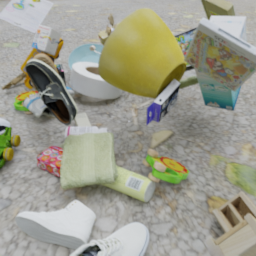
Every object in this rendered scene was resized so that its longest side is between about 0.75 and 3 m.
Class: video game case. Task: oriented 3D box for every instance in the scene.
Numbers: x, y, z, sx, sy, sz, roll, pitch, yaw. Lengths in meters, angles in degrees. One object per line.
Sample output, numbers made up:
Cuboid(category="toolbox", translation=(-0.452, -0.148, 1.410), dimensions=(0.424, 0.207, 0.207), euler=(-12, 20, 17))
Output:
Cuboid(category="video game case", translation=(2.350, -1.757, 7.126), dimensions=(1.722, 1.892, 0.217), euler=(34, 79, 7))

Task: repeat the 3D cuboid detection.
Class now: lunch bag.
Cuboid(category="lunch bag", translation=(-2.337, 1.079, 9.475), dimensions=(1.220, 0.500, 1.074), euler=(17, 33, 23))

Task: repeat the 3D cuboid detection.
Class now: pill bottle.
Cuboid(category="pill bottle", translation=(-1.502, 0.366, 10.191), dimensions=(1.472, 0.834, 0.834), euler=(-1, 34, -2))

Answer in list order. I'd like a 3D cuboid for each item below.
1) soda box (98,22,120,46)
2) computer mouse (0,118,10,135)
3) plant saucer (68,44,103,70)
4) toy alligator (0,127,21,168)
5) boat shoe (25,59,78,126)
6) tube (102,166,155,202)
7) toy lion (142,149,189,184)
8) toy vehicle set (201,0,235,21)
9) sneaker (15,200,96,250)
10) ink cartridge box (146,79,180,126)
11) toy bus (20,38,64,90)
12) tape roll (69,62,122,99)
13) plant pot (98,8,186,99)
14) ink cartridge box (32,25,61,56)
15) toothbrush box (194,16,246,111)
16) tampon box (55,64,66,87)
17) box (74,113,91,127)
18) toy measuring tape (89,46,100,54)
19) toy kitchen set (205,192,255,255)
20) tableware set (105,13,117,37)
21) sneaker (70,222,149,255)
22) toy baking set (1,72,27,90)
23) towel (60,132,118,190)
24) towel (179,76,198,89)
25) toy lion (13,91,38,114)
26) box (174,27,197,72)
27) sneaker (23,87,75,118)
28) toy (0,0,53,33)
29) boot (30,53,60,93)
Cuboid(category="soda box", translation=(-0.521, -4.531, 13.353), dimensions=(1.728, 0.553, 0.585), euler=(-31, 52, -8))
Cuboid(category="computer mouse", translation=(-5.941, 0.185, 10.641), dimensions=(1.593, 0.637, 2.904), euler=(23, 40, 32))
Cuboid(category="plant saucer", translation=(-1.971, -3.561, 15.774), dimensions=(2.760, 0.531, 2.760), euler=(4, 60, -7))
Cuboid(category="toy alligator", translation=(-4.380, 1.011, 9.440), dimensions=(0.903, 0.654, 2.723), euler=(2, 38, 2))
Cuboid(category="boat shoe", translation=(-2.359, -1.074, 8.611), dimensions=(0.802, 2.234, 0.755), euler=(-22, 26, 23))
Cuboid(category="tube", translation=(-0.452, 1.517, 8.719), dimensions=(2.642, 0.686, 0.767), euler=(16, -2, 28))
Cuboid(category="toy lion", translation=(1.262, 1.275, 8.715), dimensions=(1.467, 0.525, 1.530), euler=(20, 15, -13))
Cuboid(category="toy vehicle set", translation=(3.478, -4.223, 10.585), dimensions=(1.249, 0.267, 2.011), euler=(42, 9, 27))
Cuboid(category="sneaker", translation=(-1.832, 2.382, 7.361), dimensions=(1.939, 0.714, 1.120), euler=(16, 34, 6))
Cuboid(category="ink cartridge box", translation=(1.122, -0.721, 9.114), dimensions=(0.297, 1.355, 1.367), euler=(40, 75, 18))
Cuboid(category="toy bus", translation=(-3.540, -2.695, 11.311), dimensions=(0.940, 2.400, 0.781), euler=(38, 28, -17))
Cuboid(category="tape roll", translation=(-1.487, -2.337, 13.632), dimensions=(2.623, 0.917, 2.623), euler=(13, 26, -6))
Cuboid(category="plant pot", translation=(0.702, -2.085, 9.092), dimensions=(1.961, 2.762, 2.762), euler=(42, 48, 18))
Cuboid(category="ink cartridge box", translation=(-2.921, -3.145, 10.038), dimensions=(0.618, 0.840, 0.607), euler=(21, 5, 20))
Cuboid(category="toothbrush box", translation=(3.182, -2.075, 9.387), dimensions=(1.126, 2.641, 1.933), euler=(14, 71, 29))
Cuboid(category="tampon box", translation=(-4.105, -2.634, 14.597), dimensions=(1.517, 0.958, 1.137), euler=(-10, 35, -15))
Cuboid(category="box", translation=(-1.794, -0.078, 11.212), dimensions=(0.534, 0.445, 1.300), euler=(-10, 35, -15))
Cuboid(category="toy measuring tape", translation=(-0.113, -2.501, 9.459), dimensions=(2.304, 0.848, 0.848), euler=(24, 34, -5))
Cuboid(category="toy kitchen set", translation=(2.015, 2.475, 6.154), dimensions=(2.005, 2.457, 2.217), euler=(-42, 34, 12))
Cuboid(category="tableware set", translation=(-0.465, -2.983, 8.583), dimensions=(0.102, 0.878, 0.733), euler=(0, 69, 24))
Cuboid(category="sneaker", translation=(-0.531, 2.911, 6.239), dimensions=(2.715, 0.961, 0.992), euler=(-29, 43, -36))
Cuboid(category="toy baking set", translation=(-5.200, -2.726, 14.191), dimensions=(2.621, 0.305, 2.012), euler=(-47, 23, -28))
Cuboid(category="towel", translation=(-1.257, 0.906, 8.789), dimensions=(1.766, 0.434, 2.380), euler=(-8, 36, -2))
Cuboid(category="towel", translation=(2.229, -1.712, 10.595), dimensions=(0.890, 0.219, 1.200), euler=(-17, -3, 22))
Cuboid(category="toy lion", translation=(-4.683, -1.292, 13.064), dimensions=(1.567, 0.561, 1.635), euler=(8, 34, 25))
Cuboid(category="box", translation=(2.197, -3.163, 12.012), dimensions=(2.851, 1.569, 0.495), euler=(-11, -12, 39))
Cuboid(category="sneaker", translation=(-3.287, -1.035, 12.467), dimensions=(1.124, 0.972, 2.594), euler=(50, 43, 10))
Cuboid(category="toy", translation=(-4.011, -4.522, 11.131), dimensions=(1.374, 0.563, 2.386), euler=(21, 51, -13))
Cuboid(category="boot", translation=(-2.893, -1.986, 9.914), dimensions=(0.899, 2.484, 2.066), euler=(-11, 50, -8))
